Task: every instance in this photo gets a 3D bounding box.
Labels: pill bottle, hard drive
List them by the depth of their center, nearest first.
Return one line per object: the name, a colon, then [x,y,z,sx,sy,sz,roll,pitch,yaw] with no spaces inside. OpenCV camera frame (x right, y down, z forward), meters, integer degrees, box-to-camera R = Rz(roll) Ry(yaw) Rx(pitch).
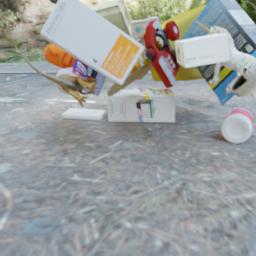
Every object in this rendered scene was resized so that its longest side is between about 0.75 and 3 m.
pill bottle: [4.041,-0.160,10.290,1.011,1.011,1.800,8,19,24]
pill bottle: [-2.108,-2.249,10.783,1.039,1.039,1.865,2,50,6]
hard drive: [-2.013,-0.638,13.069,1.813,0.238,1.196,3,18,10]

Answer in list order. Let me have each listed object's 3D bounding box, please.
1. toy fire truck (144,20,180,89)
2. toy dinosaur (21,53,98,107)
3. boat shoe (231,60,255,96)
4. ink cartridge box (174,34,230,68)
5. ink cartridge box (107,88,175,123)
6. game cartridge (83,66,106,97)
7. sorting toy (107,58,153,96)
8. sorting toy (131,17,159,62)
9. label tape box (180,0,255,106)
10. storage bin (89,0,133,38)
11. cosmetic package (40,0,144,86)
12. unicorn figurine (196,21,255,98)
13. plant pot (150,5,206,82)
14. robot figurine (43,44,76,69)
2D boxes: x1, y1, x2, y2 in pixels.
toy fire truck: [1.169,-2.537,9.450,1.110,1.979,1.662,-13,36,35]
toy dinosaur: [-1.738,-1.260,8.121,1.401,0.797,2.638,30,12,28]
boat shoe: [3.018,-1.322,6.840,0.517,0.543,1.509,5,-23,-7]
ink cartridge box: [1.954,-2.115,7.615,1.171,0.676,1.609,-9,17,6]
ink cartridge box: [0.610,-1.087,12.843,2.903,1.219,2.102,1,18,3]
game cartridge: [-1.807,-2.118,11.998,1.644,1.066,0.316,23,8,18]
sorting toy: [0.203,-2.054,10.478,1.765,0.317,2.369,-32,-3,-27]
sorting toy: [0.687,-3.305,10.074,1.242,1.379,0.737,-27,15,11]
label tape box: [3.282,-2.574,9.374,0.929,2.117,2.936,-15,68,-35]
storage bin: [-0.704,-3.272,8.707,1.420,0.666,1.410,-7,-30,15]
cosmetic package: [-0.978,-2.407,7.823,2.546,1.291,0.907,29,5,-19]
unicorn figurine: [2.987,-1.976,8.366,2.444,1.678,0.902,32,33,29]
plant pot: [2.356,-3.389,12.197,2.600,2.947,2.948,-25,18,-21]
robot figurine: [-2.281,-2.354,9.189,1.143,0.666,0.822,26,31,21]
